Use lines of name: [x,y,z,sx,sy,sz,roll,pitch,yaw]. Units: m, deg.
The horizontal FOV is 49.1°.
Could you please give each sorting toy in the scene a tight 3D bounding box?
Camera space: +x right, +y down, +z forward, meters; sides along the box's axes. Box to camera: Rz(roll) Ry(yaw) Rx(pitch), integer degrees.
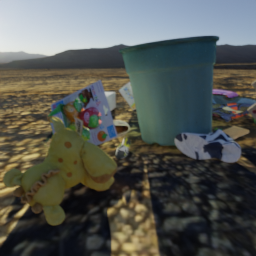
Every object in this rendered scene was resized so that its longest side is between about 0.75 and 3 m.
sorting toy: [3.288,0.132,9.035,0.704,0.140,0.952,-22,25,-25]

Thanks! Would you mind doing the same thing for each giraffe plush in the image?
giraffe plush: [-1.156,0.815,4.725,1.504,1.743,1.413,24,59,25]

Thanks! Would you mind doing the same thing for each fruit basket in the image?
fruit basket: [-1.174,-0.202,6.912,1.629,1.509,0.764,-22,-13,27]

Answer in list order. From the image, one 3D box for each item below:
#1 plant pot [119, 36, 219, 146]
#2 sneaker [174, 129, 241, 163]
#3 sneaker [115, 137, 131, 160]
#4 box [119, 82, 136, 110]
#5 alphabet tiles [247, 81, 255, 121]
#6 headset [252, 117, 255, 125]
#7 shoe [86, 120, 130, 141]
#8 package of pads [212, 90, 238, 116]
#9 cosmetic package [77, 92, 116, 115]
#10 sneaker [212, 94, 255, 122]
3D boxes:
plant pot: [1.286,-1.038,8.115,2.778,2.721,2.778,-7,10,1]
sneaker: [2.056,0.382,7.274,1.598,0.638,1.040,5,14,17]
sneaker: [-0.159,0.589,7.265,0.298,0.339,0.801,40,37,-5]
box: [0.153,-1.483,13.056,0.581,1.147,0.645,-35,9,12]
alphabet tiles: [4.708,-0.842,7.077,2.936,2.443,0.093,-40,7,18]
headset: [6.077,-0.386,9.997,2.970,1.396,1.834,-9,15,28]
shoe: [-0.876,0.047,8.365,1.927,0.674,0.514,-5,13,-14]
package of pads: [3.876,-1.176,12.622,1.379,0.866,2.288,11,19,38]
cosmetic package: [-1.339,-1.099,12.483,1.123,0.789,2.214,3,14,10]
sneaker: [4.025,-0.706,10.591,2.608,1.023,0.982,10,13,30]
